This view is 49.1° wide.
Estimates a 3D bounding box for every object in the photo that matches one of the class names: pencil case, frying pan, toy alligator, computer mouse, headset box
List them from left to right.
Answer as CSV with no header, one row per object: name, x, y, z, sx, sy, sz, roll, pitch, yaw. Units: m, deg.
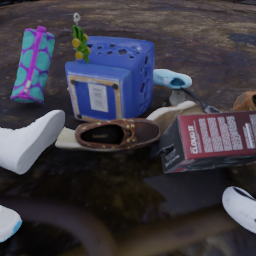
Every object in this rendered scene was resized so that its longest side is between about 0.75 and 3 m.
pencil case,-3.326,-2.139,9.882,1.103,2.591,1.197,10,-6,-15
toy alligator,-1.378,-2.480,7.837,0.342,1.425,0.472,14,40,29
headset box,1.955,0.377,6.533,2.566,1.910,0.991,-5,73,-8
frying pan,2.672,-0.440,8.403,2.657,0.432,1.607,28,12,3
computer mouse,2.514,1.804,5.549,0.377,0.942,1.718,2,20,-38

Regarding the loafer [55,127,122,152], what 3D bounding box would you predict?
loafer,-1.021,0.303,7.643,1.901,0.649,0.719,3,-8,-1

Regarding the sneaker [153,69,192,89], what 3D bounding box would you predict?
sneaker,1.372,-1.700,9.745,1.607,0.594,0.658,9,18,19

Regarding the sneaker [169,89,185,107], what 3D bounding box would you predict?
sneaker,1.670,-0.852,9.605,0.484,0.687,1.294,9,34,11

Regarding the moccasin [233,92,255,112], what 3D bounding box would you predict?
moccasin,4.185,-0.063,7.217,2.891,1.116,1.057,37,83,-2

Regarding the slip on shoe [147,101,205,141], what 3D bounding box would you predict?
slip on shoe,1.366,-0.083,8.343,2.585,0.983,0.783,-21,48,-38

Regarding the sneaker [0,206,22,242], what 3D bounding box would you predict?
sneaker,-3.137,1.704,5.652,2.041,0.824,0.781,9,34,14

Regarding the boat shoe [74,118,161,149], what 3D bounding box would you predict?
boat shoe,-0.186,0.178,7.006,2.263,0.797,0.796,-6,0,-13

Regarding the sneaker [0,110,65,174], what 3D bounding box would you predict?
sneaker,-2.946,0.132,7.936,1.448,0.923,2.505,14,37,15

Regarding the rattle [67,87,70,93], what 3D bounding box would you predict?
rattle,-1.656,-1.487,10.377,1.078,0.702,0.770,-31,23,-6

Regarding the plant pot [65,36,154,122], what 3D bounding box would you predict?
plant pot,-0.591,-1.394,9.023,2.376,2.377,2.137,12,41,17
